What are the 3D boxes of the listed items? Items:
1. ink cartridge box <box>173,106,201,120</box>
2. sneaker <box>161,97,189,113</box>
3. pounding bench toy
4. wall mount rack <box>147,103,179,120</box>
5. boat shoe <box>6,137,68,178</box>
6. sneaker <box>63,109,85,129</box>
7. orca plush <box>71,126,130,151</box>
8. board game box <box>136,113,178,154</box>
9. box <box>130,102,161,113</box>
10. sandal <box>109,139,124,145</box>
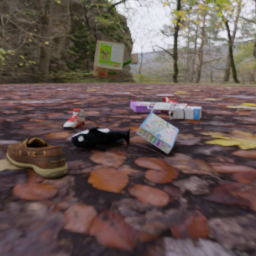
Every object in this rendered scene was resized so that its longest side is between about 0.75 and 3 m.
[{"bbox_3d":[2.704,-0.695,12.824,1.191,0.502,0.861,4,12,19],"label":"ink cartridge box"},{"bbox_3d":[2.425,-1.043,14.488,1.174,0.797,2.033,11,17,-8],"label":"sneaker"},{"bbox_3d":[-0.421,-2.203,9.462,1.423,0.884,1.110,6,-8,-8],"label":"pounding bench toy"},{"bbox_3d":[1.705,-0.915,12.887,1.512,0.564,1.314,6,41,27],"label":"wall mount rack"},{"bbox_3d":[-2.091,0.535,6.343,2.044,0.690,0.736,10,15,41],"label":"boat shoe"},{"bbox_3d":[-2.101,-0.371,10.791,0.425,0.682,1.273,5,13,22],"label":"sneaker"},{"bbox_3d":[-0.690,0.443,7.801,1.687,0.600,0.888,4,-37,-31],"label":"orca plush"},{"bbox_3d":[0.862,0.099,7.859,0.984,0.250,1.463,33,23,5],"label":"board game box"},{"bbox_3d":[0.905,-1.120,15.102,1.342,0.384,1.962,2,11,-7],"label":"box"},{"bbox_3d":[-0.775,0.300,8.396,1.356,0.325,0.510,4,12,23],"label":"sandal"}]
